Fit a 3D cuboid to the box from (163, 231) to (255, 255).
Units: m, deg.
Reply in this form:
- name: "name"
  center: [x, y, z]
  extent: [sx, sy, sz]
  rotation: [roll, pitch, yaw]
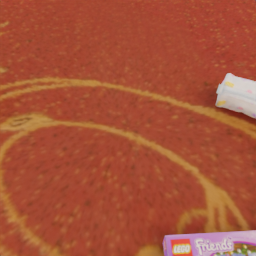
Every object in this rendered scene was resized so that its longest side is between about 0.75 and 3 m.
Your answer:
- name: "box"
  center: [2.237, 3.016, 5.178]
  extent: [2.963, 0.579, 2.028]
  rotation: [-3, 52, -2]

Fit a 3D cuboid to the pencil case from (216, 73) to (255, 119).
- name: "pencil case"
  center: [3.755, -0.694, 7.832]
  extent: [2.502, 1.040, 1.135]
  rotation: [23, 30, 19]
